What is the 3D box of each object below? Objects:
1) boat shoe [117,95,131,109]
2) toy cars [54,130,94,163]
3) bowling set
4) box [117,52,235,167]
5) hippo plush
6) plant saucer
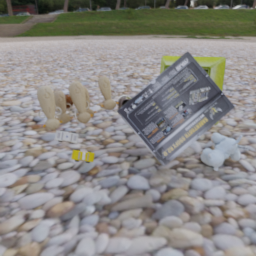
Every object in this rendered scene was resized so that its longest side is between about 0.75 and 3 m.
[{"bbox_3d":[0.574,-0.467,9.815,2.097,0.753,0.624,30,6,-12],"label":"boat shoe"},{"bbox_3d":[-1.656,0.586,8.759,0.673,1.502,0.333,-41,6,-15],"label":"toy cars"},{"bbox_3d":[-1.700,-0.672,9.355,2.534,1.360,1.764,-13,-7,-17],"label":"bowling set"},{"bbox_3d":[1.470,-0.585,8.872,2.908,2.303,0.703,-41,0,0],"label":"box"},{"bbox_3d":[3.044,0.915,9.104,1.126,1.115,1.400,-43,22,-15],"label":"hippo plush"},{"bbox_3d":[2.543,-1.653,12.135,2.876,2.872,0.689,9,12,28],"label":"plant saucer"}]
